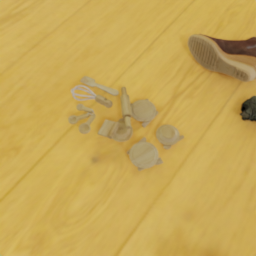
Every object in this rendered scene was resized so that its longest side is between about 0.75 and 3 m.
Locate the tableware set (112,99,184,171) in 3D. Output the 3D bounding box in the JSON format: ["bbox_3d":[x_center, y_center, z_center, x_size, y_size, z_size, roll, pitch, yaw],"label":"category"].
[{"bbox_3d":[0.498,0.153,8.983,1.950,0.271,2.334,-35,66,-19],"label":"tableware set"}]

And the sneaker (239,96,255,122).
[{"bbox_3d":[4.212,-0.312,9.074,0.855,0.571,1.493,-27,64,-11],"label":"sneaker"}]

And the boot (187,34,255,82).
[{"bbox_3d":[3.869,-2.821,10.229,2.386,1.038,2.869,-34,63,-32],"label":"boot"}]

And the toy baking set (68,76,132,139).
[{"bbox_3d":[-0.913,-0.812,9.204,2.034,0.308,2.650,0,56,-2],"label":"toy baking set"}]
